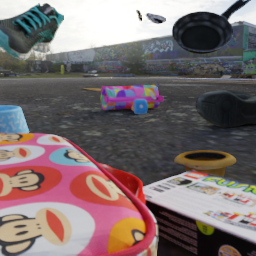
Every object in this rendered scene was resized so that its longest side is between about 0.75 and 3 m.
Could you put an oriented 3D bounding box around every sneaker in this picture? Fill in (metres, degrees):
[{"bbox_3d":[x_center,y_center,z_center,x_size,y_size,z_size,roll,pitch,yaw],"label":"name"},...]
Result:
[{"bbox_3d":[-2.451,-2.611,7.069,1.127,1.325,2.905,40,19,-13],"label":"sneaker"},{"bbox_3d":[2.960,-0.633,8.564,2.704,1.034,1.549,-2,10,-25],"label":"sneaker"}]

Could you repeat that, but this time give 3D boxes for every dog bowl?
[{"bbox_3d":[-3.842,-0.089,6.766,2.747,0.681,1.531,-9,15,-38],"label":"dog bowl"}]

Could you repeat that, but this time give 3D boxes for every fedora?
[{"bbox_3d":[1.172,0.600,4.297,0.917,0.374,0.917,-5,8,1],"label":"fedora"}]

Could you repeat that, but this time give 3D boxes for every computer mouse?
[{"bbox_3d":[0.931,-4.438,11.363,1.354,0.297,0.742,3,43,-24],"label":"computer mouse"}]

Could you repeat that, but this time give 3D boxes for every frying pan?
[{"bbox_3d":[2.415,-3.195,8.395,1.713,0.461,2.832,24,64,20],"label":"frying pan"}]

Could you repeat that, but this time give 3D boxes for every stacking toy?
[{"bbox_3d":[0.326,-0.765,10.604,0.514,0.544,0.937,-1,-2,-20],"label":"stacking toy"}]

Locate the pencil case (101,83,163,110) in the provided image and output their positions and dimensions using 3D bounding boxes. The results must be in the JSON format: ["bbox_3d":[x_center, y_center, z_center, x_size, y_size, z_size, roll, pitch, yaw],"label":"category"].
[{"bbox_3d":[0.118,-1.239,11.327,2.429,1.073,1.073,-5,13,-15],"label":"pencil case"}]

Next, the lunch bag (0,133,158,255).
[{"bbox_3d":[-1.001,0.692,2.153,2.336,1.086,2.652,-6,13,-24],"label":"lunch bag"}]

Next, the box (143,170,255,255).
[{"bbox_3d":[1.058,0.860,2.611,1.133,0.357,2.059,-9,9,-37],"label":"box"}]
